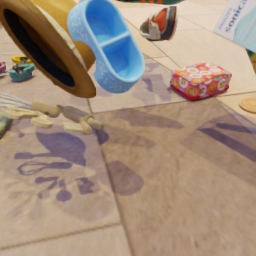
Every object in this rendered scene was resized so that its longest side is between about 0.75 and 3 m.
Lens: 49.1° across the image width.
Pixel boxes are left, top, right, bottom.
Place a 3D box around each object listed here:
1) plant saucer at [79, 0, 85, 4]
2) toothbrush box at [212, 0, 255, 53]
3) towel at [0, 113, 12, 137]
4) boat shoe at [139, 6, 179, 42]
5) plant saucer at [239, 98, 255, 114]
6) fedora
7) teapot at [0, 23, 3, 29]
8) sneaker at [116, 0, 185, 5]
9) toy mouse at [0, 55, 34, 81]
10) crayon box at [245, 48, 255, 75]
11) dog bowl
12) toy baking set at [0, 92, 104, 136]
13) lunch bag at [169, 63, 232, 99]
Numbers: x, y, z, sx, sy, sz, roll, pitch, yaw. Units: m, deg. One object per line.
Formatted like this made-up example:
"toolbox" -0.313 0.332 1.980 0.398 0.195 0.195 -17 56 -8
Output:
"plant saucer" -1.128 -3.865 8.362 0.991 0.191 0.991 -9 70 25
"toothbrush box" 3.430 -2.309 5.885 1.085 1.863 2.545 -5 38 -49
"towel" -4.196 -0.011 8.286 1.200 0.295 1.618 1 33 0
"boat shoe" 0.994 -3.417 9.283 0.869 0.989 2.777 11 8 -9
"plant saucer" 4.290 -0.783 9.535 0.961 0.155 0.961 0 35 0
"fedora" -1.552 -2.017 6.234 3.001 3.001 1.224 28 69 35
"teapot" -3.336 -2.948 6.713 1.083 1.483 1.463 7 -4 13
"sneaker" 0.448 -3.168 6.280 2.302 0.821 0.920 7 24 29
"toy mouse" -4.816 -2.369 11.516 2.680 0.519 2.382 4 34 6
"crayon box" 3.689 -1.796 7.581 0.634 1.068 0.311 -23 12 24
"dog bowl" -0.302 -1.359 4.555 0.899 1.613 0.400 -35 10 -32
"toy baking set" -1.782 -0.396 5.847 1.973 0.299 2.571 9 11 -46
"lunch bag" 2.619 -1.875 10.522 2.008 0.823 1.769 -17 38 -23
